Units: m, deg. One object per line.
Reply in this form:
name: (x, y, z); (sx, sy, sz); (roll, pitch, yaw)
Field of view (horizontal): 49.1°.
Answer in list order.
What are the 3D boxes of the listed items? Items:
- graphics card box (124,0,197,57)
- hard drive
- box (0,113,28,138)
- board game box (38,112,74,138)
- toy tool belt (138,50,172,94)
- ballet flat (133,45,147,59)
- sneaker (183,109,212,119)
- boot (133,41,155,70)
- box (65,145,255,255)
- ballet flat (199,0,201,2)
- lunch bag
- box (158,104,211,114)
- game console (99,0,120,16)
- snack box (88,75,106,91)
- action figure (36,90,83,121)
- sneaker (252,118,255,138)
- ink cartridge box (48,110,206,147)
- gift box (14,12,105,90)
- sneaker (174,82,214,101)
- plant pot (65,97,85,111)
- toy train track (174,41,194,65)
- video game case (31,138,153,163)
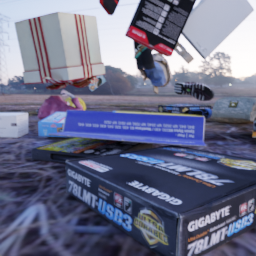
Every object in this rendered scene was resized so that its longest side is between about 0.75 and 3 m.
graphics card box: (0.938, -3.115, 7.322); (1.343, 2.141, 0.545); (21, 8, -16)
hard drive: (2.488, -3.130, 8.026); (1.287, 1.951, 0.256); (44, 3, -14)
box: (-4.105, -0.110, 9.451); (1.136, 0.746, 1.142); (0, 7, -1)
board game box: (-1.311, -0.114, 9.510); (2.819, 0.516, 2.132); (2, 11, 0)
toy tool belt: (1.261, -3.090, 14.494); (1.536, 2.460, 1.512); (2, 47, 46)
ballet flat: (0.443, -3.107, 11.187); (0.787, 0.284, 0.267); (-43, -8, 10)
sneaker: (3.827, -0.754, 15.633); (0.691, 0.622, 1.775); (-9, 4, -31)
boot: (0.922, -3.757, 12.979); (0.708, 2.157, 1.778); (-26, 29, -33)
box: (0.626, 0.712, 3.698); (2.191, 0.549, 2.208); (-4, 8, -36)
ballet flat: (2.817, -3.948, 10.917); (0.911, 0.986, 2.923); (4, -10, 24)
lunch bag: (5.260, -0.854, 13.631); (1.776, 1.273, 2.165); (5, 15, 34)
box: (3.937, -1.318, 19.757); (2.710, 0.673, 2.690); (-4, 7, -28)
game console: (-0.455, -3.484, 7.459); (0.133, 0.756, 0.855); (25, 2, 17)
snack box: (-1.797, -2.630, 13.514); (0.901, 1.551, 0.288); (-38, 41, -11)
action figure: (-2.506, -0.499, 11.537); (2.452, 1.642, 1.825); (16, -12, 29)
sneaker: (4.599, -0.110, 9.375); (0.798, 0.788, 2.039); (1, 5, 25)
ink cartridge box: (0.196, -0.055, 6.400); (2.932, 0.697, 2.967); (4, -1, 10)
gift box: (-2.895, -2.954, 11.360); (2.761, 2.794, 2.992); (3, 18, 34)
sneaker: (2.800, -1.580, 11.273); (1.729, 0.654, 0.999); (22, 29, 35)
plant pot: (-2.950, -0.932, 14.956); (1.238, 1.238, 1.165); (0, 23, -2)
toy train track: (1.556, -3.390, 10.551); (1.499, 2.614, 0.425); (-41, -27, 14)
video game case: (-0.717, 0.486, 6.540); (1.979, 0.279, 2.190); (3, 9, 25)
